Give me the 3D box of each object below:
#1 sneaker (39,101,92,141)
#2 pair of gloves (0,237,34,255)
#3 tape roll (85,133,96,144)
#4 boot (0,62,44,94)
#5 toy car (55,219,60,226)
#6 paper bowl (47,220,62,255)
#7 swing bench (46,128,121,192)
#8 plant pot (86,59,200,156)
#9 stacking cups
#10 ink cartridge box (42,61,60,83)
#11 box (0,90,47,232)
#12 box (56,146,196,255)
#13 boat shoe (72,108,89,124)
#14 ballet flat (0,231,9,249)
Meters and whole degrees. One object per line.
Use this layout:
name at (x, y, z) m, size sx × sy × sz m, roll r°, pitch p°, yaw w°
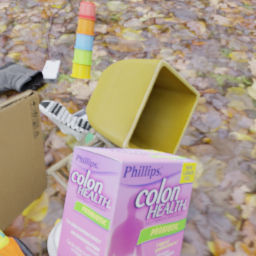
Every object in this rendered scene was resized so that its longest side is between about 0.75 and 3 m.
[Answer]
sneaker at (-2.029, -0.192, 8.761) m, size 1.767 × 0.716 × 0.664 m, roll 33°, pitch 39°, yaw -6°
pair of gloves at (-3.647, 4.079, 7.073) m, size 2.421 × 0.336 × 2.717 m, roll 22°, pitch 61°, yaw 34°
tape roll at (-0.399, 0.542, 10.106) m, size 2.241 × 0.539 × 2.241 m, roll 0°, pitch 51°, yaw 0°
boot at (-5.012, -1.753, 11.538) m, size 1.853 × 0.982 × 2.814 m, roll 21°, pitch 55°, yaw 25°
toy car at (-1.410, 3.693, 7.338) m, size 2.795 × 0.930 × 1.371 m, roll 35°, pitch 59°, yaw 24°
paper bowl at (-1.143, 2.510, 6.238) m, size 1.160 × 0.603 × 1.160 m, roll 23°, pitch 37°, yaw -19°
swing bench at (-0.457, 1.461, 8.353) m, size 2.607 × 1.700 × 2.621 m, roll 37°, pitch 72°, yaw 27°
plant pot at (0.180, -0.548, 7.700) m, size 2.279 × 2.228 × 2.213 m, roll 23°, pitch 88°, yaw 41°
stacking cups at (-1.442, -2.765, 8.939) m, size 0.703 × 2.324 × 0.703 m, roll 6°, pitch 19°, yaw -2°
ink cartridge box at (-3.483, -2.558, 12.737) m, size 0.672 × 0.310 × 1.233 m, roll 1°, pitch 50°, yaw 3°
box at (-2.802, 0.900, 6.410) m, size 0.315 × 2.958 × 2.418 m, roll 15°, pitch 30°, yaw 19°
box at (0.022, 1.804, 5.518) m, size 1.283 × 2.334 × 2.654 m, roll 10°, pitch 91°, yaw 43°
boat shoe at (-1.246, -0.634, 10.955) m, size 2.181 × 0.782 × 0.739 m, roll -28°, pitch 58°, yaw -12°
ballet flat at (-2.741, 2.798, 4.374) m, size 0.965 × 0.962 × 2.879 m, roll 25°, pitch 91°, yaw -9°
